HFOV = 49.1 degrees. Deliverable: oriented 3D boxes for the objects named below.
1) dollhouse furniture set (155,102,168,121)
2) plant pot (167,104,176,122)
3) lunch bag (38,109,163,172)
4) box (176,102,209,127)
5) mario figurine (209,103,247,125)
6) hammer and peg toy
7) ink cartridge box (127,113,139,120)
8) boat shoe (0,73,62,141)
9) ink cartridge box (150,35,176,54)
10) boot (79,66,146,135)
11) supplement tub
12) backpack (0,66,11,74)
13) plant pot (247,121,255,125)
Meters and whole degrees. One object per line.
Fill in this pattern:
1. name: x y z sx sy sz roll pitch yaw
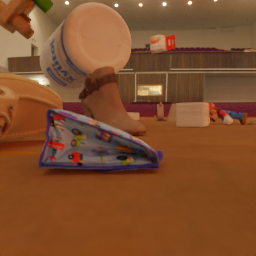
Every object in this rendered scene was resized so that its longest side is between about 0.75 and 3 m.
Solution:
1. dollhouse furniture set: 2.214 -0.898 15.336 1.392 0.988 1.103 0 3 -3
2. plant pot: 2.607 -0.760 13.921 0.996 0.882 0.997 2 5 33
3. lunch bag: -0.177 0.148 2.496 1.003 0.472 0.755 9 0 -3
4. box: 2.091 -0.427 9.032 0.889 0.762 0.885 0 3 26
5. mario figurine: 3.609 -0.351 10.775 1.701 0.902 1.050 12 -28 20
6. hammer and peg toy: -1.825 -3.137 6.046 0.918 2.603 1.915 39 0 -21
7. ink cartridge box: -0.513 -0.573 14.246 1.260 0.494 2.662 2 2 26
8. boat shoe: -1.957 -0.104 3.548 2.831 1.009 0.913 -3 39 -49
9. ink cartridge box: 1.115 -2.763 9.055 0.792 0.642 0.198 -11 -34 20
10. boot: -0.402 -0.606 6.151 1.982 1.449 0.696 3 4 43
11. supplement tub: -1.369 -2.238 8.307 1.916 1.916 2.904 -2 -1 -30
12. backpack: -4.113 -0.760 6.966 2.731 2.099 2.228 20 -3 35
13. plant pot: 4.968 -0.191 10.743 0.792 0.109 0.792 1 3 0
